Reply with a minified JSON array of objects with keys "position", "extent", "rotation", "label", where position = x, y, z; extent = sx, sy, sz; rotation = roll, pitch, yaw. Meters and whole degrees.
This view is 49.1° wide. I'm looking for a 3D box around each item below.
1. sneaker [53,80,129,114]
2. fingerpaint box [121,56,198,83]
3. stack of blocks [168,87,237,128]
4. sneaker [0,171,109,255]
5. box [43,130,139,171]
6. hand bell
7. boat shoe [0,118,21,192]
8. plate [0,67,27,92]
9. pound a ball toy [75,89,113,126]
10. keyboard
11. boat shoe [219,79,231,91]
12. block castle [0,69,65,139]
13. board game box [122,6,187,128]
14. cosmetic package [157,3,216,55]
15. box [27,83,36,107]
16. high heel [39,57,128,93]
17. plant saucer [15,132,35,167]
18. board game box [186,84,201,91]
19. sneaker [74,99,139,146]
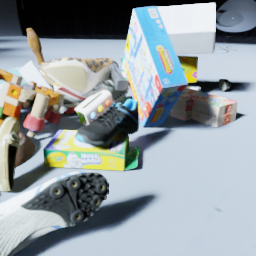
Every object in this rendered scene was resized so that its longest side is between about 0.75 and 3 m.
[{"position":[-1.220,-1.384,9.904],"extent":[2.955,1.214,1.150],"rotation":[-18,35,-32],"label":"sneaker"},{"position":[1.195,-2.572,12.105],"extent":[2.485,1.093,2.979],"rotation":[-4,14,-12],"label":"fingerpaint box"},{"position":[2.206,-0.725,9.298],"extent":[1.326,0.674,2.302],"rotation":[-17,28,-35],"label":"stack of blocks"},{"position":[-1.322,1.184,3.979],"extent":[2.199,0.790,0.797],"rotation":[-26,18,-14],"label":"sneaker"},{"position":[-0.783,0.497,6.595],"extent":[2.072,0.501,1.216],"rotation":[4,22,3],"label":"box"},{"position":[-3.332,-2.488,10.728],"extent":[1.350,2.592,1.350],"rotation":[-16,12,3],"label":"hand bell"},{"position":[-2.342,0.509,5.525],"extent":[0.460,1.462,0.533],"rotation":[5,-22,7],"label":"boat shoe"},{"position":[-4.217,-1.631,9.842],"extent":[1.690,0.216,1.690],"rotation":[-11,49,13],"label":"plate"},{"position":[-0.889,-0.548,8.695],"extent":[0.580,0.890,1.365],"rotation":[20,49,35],"label":"pound a ball toy"},{"position":[-2.784,-1.238,9.128],"extent":[0.562,1.997,0.106],"rotation":[-37,-2,12],"label":"keyboard"},{"position":[4.387,-1.972,12.586],"extent":[0.412,0.487,1.367],"rotation":[0,20,9],"label":"boat shoe"},{"position":[-3.369,-0.777,7.930],"extent":[2.757,1.293,1.842],"rotation":[22,11,0],"label":"block castle"},{"position":[0.592,-1.581,7.850],"extent":[0.676,2.368,2.419],"rotation":[-12,69,-14],"label":"board game box"},{"position":[1.620,-3.538,10.164],"extent":[2.945,1.049,1.493],"rotation":[2,60,15],"label":"cosmetic package"},{"position":[-3.814,-1.393,10.321],"extent":[1.483,1.046,0.585],"rotation":[14,2,30],"label":"box"},{"position":[-1.489,-1.912,8.924],"extent":[2.738,0.978,1.952],"rotation":[7,30,-26],"label":"high heel"},{"position":[-3.445,0.488,6.783],"extent":[2.234,0.385,2.234],"rotation":[-1,23,0],"label":"plant saucer"},{"position":[1.789,-1.575,11.668],"extent":[2.274,0.394,1.436],"rotation":[8,21,20],"label":"board game box"},{"position":[-0.444,-0.168,6.409],"extent":[0.732,0.819,2.000],"rotation":[20,25,29],"label":"sneaker"}]
